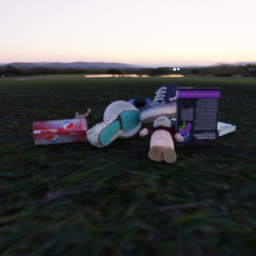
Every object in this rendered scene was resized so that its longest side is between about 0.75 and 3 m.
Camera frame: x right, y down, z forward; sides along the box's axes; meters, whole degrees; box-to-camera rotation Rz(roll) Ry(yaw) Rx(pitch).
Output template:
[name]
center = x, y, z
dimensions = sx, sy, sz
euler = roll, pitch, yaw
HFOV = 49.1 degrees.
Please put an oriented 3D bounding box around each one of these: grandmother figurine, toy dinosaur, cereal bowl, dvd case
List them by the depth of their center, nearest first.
[grandmother figurine]
center = 1.078, 0.278, 9.218
dimensions = 1.396, 0.697, 2.301
euler = 18, 27, 1
[cereal bowl]
center = -0.283, -0.265, 11.172
dimensions = 1.519, 1.519, 0.633
euler = -7, -19, -26
[toy dinosaur]
center = -1.955, -0.129, 11.800
dimensions = 0.643, 1.015, 1.497
euler = 6, 44, -5
[dvd case]
center = 3.218, -0.128, 12.173
dimensions = 2.311, 0.254, 1.687
euler = 18, 19, 39

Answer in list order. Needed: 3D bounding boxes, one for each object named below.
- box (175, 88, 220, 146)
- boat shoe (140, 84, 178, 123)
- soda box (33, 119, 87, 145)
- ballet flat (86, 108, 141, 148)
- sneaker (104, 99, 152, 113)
[box]
center = 2.430, -0.395, 9.955
dimensions = 1.473, 2.060, 0.372
euler = 0, 9, -2
[boat shoe]
center = 1.301, -1.040, 11.364
dimensions = 2.746, 1.273, 1.025
euler = -13, -12, -47
[soda box]
center = -2.490, 0.146, 10.334
dimensions = 1.900, 0.665, 0.603
euler = -4, 48, -13
[ballet flat]
center = -0.528, -0.118, 10.272
dimensions = 0.844, 0.998, 2.640
euler = 8, 24, 36
[sneaker]
center = 0.066, -0.915, 13.411
dimensions = 2.522, 0.989, 0.950
euler = -7, 40, 5
